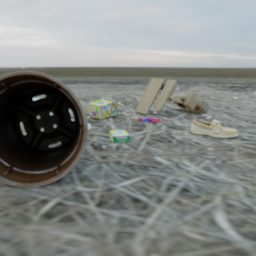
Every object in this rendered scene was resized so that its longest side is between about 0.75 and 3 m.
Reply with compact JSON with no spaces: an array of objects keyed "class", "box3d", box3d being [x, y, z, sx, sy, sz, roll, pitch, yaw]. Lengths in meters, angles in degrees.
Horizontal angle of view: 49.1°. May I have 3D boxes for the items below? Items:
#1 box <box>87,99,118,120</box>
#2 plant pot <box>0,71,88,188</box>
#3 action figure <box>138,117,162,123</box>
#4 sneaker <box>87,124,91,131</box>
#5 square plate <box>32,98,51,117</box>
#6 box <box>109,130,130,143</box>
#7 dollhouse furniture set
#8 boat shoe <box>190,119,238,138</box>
[{"class":"box","box3d":[-1.286,-0.966,14.158,1.080,0.684,1.122,-22,25,-39]},{"class":"plant pot","box3d":[-2.328,-0.083,7.399,2.595,2.595,2.569,-1,6,-6]},{"class":"action figure","box3d":[1.028,-0.377,12.992,1.151,0.297,0.377,9,13,22]},{"class":"sneaker","box3d":[-1.857,-0.088,11.372,0.440,0.280,0.773,2,20,-45]},{"class":"square plate","box3d":[-4.093,-0.923,13.164,0.967,0.958,0.138,-1,28,-20]},{"class":"box","box3d":[-0.332,0.278,10.255,0.629,0.259,1.071,-3,12,-12]},{"class":"dollhouse furniture set","box3d":[2.411,-1.031,15.276,2.628,2.141,2.499,34,-10,-37]},{"class":"boat shoe","box3d":[3.255,-0.008,10.656,1.765,0.610,0.651,7,15,26]}]
